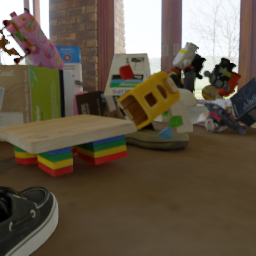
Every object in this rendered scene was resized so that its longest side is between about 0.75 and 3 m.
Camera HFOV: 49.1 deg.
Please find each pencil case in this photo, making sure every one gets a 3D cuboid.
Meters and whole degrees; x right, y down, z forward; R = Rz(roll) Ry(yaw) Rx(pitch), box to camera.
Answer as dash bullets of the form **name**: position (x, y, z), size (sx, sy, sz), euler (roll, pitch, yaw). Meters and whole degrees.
- **pencil case**: position (-2.746, -2.437, 8.382), size (0.921, 0.921, 2.106), euler (3, -31, 24)

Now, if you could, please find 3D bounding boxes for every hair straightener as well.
- **hair straightener**: position (2.375, -1.220, 11.092), size (0.477, 2.334, 0.898), euler (-1, 42, 1)

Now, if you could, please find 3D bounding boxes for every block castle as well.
- **block castle**: position (-2.767, -2.059, 6.710), size (0.625, 0.935, 0.439), euler (-28, 20, 25)

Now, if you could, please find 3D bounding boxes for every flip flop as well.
- **flip flop**: position (0.062, -0.067, 6.279), size (2.742, 0.789, 1.112), euler (8, 12, 39)

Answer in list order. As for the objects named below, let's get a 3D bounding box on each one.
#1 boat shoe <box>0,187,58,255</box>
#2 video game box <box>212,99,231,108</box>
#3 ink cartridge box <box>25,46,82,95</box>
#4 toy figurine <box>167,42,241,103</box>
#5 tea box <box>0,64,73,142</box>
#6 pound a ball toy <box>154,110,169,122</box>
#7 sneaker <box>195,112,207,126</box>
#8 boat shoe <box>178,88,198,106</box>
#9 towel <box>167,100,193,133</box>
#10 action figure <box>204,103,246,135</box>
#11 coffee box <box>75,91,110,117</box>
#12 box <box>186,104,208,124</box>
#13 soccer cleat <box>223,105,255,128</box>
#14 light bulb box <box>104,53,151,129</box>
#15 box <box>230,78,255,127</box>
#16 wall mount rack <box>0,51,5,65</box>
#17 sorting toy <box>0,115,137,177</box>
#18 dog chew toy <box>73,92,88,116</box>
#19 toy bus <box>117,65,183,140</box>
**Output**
- **boat shoe**: position (-0.909, 0.678, 1.981), size (0.535, 0.441, 1.559), euler (1, 7, 7)
- **video game box**: position (5.013, -0.724, 11.152), size (2.487, 0.582, 2.266), euler (5, 7, -30)
- **ink cartridge box**: position (-2.875, -1.729, 11.139), size (2.054, 2.814, 1.186), euler (-3, 9, -7)
- **toy figurine**: position (3.113, -2.081, 11.823), size (2.750, 1.913, 2.707), euler (35, 11, 23)
- **tea box**: position (-3.229, -0.740, 7.584), size (2.675, 1.787, 2.631), euler (2, 8, 15)
- **pound a ball toy**: position (1.116, -0.795, 10.782), size (0.995, 0.648, 1.526), euler (-24, 22, -27)
- **sneaker**: position (2.474, -0.309, 9.150), size (0.352, 0.468, 0.940), euler (24, 1, -6)
- **boat shoe**: position (1.930, -1.099, 9.947), size (0.437, 0.527, 1.467), euler (19, 9, -43)
- **towel**: position (1.370, -0.302, 7.506), size (0.614, 0.926, 0.160), euler (-6, -16, -33)
- **action figure**: position (2.861, -0.112, 8.091), size (1.437, 0.777, 1.485), euler (-9, 41, -26)
- **coffee box**: position (-0.943, -0.553, 8.488), size (0.723, 1.037, 1.814), euler (-8, 4, 7)
- **box**: position (2.262, -0.548, 10.398), size (1.021, 0.667, 1.015), euler (-2, 10, -20)
- **soccer cleat**: position (3.812, -0.446, 8.699), size (0.997, 0.891, 2.571), euler (19, -1, -4)
- **light bulb box**: position (0.103, -1.013, 8.061), size (1.017, 1.630, 1.615), euler (1, -36, 14)
- **box**: position (3.506, -0.723, 7.939), size (0.592, 0.956, 0.940), euler (26, -47, -22)
- **wall mount rack**: position (-3.927, -2.102, 8.543), size (0.865, 0.371, 0.995), euler (34, 16, 25)
- **sorting toy**: position (-0.979, 0.226, 4.478), size (1.649, 0.574, 1.639), euler (-12, 14, -36)
- **dog chew toy**: position (-1.845, -0.638, 9.856), size (1.120, 1.120, 1.798), euler (4, 18, 30)
- **toy bus**: position (0.456, -0.515, 4.164), size (1.137, 1.205, 0.623), euler (12, -19, -24)
